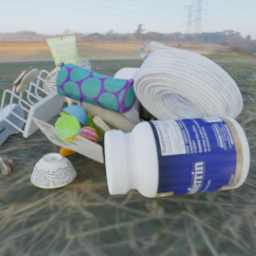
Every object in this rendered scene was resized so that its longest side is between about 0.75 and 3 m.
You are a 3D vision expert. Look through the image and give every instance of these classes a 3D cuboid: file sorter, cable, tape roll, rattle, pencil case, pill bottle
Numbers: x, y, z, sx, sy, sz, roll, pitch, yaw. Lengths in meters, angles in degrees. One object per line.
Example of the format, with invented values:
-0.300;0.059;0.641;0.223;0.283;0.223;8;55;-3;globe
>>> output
-2.690;-0.769;8.082;1.032;1.150;1.657;34;38;3;file sorter
1.276;-0.709;6.292;2.387;2.387;0.826;20;66;35;cable
0.158;-0.891;8.343;0.610;1.744;1.744;9;20;32;tape roll
-0.249;0.585;8.108;2.725;1.946;1.774;36;-25;-9;rattle
-0.836;-1.066;7.259;2.169;0.923;1.002;20;67;23;pencil case
0.799;0.536;5.163;2.384;1.380;1.380;-4;18;-7;pill bottle

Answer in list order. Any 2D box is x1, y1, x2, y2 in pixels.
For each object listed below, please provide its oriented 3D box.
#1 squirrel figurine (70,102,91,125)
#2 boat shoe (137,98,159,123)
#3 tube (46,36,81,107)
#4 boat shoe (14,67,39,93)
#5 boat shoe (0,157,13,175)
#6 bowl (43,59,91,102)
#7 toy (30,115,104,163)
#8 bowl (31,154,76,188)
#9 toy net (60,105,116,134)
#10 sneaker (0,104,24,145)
-1.414;-0.195;9.438;1.218;1.607;1.722;29;-11;22;squirrel figurine
0.544;-0.274;7.867;0.569;1.581;0.512;-2;38;15;boat shoe
-2.060;-1.933;10.059;0.696;2.681;0.778;-12;5;27;tube
-2.150;-1.043;5.851;0.808;0.253;0.288;-36;-18;36;boat shoe
-3.182;0.950;7.341;0.328;0.346;0.913;-10;22;-32;boat shoe
-2.857;-2.173;14.673;2.822;1.324;2.822;-33;-11;-8;bowl
-1.186;0.194;6.529;1.470;0.603;2.553;22;-12;2;toy
-1.756;0.909;6.535;1.039;0.487;1.039;1;22;0;bowl
-0.589;0.175;6.907;2.443;0.472;1.281;30;-12;33;toy net
-4.482;-0.152;9.555;1.049;1.082;2.963;0;17;2;sneaker
